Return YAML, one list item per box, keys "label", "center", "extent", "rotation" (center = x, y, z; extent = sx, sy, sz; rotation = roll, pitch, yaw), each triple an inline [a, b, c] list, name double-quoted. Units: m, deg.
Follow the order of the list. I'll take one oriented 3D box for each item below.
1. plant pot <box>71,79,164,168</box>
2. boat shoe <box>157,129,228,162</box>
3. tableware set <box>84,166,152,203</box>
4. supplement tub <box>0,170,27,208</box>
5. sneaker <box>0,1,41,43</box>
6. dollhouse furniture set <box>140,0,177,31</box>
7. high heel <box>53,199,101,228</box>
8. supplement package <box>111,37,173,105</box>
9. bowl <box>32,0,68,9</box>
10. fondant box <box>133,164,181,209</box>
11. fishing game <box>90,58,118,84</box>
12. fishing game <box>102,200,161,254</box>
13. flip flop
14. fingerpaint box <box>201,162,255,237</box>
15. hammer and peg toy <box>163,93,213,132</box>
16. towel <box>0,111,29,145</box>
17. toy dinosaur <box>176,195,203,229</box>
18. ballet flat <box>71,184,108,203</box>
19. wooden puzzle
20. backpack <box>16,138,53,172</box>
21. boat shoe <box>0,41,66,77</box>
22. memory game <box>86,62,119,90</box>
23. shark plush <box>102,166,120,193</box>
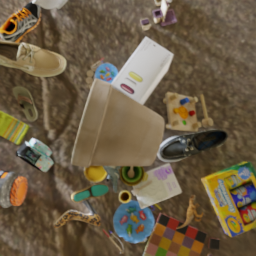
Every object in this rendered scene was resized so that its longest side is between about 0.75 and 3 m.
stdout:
- label: "plant pot"
  center: [-0.243, 0.095, 8.554]
  extent: [2.331, 2.687, 2.687]
  rotation: [15, 81, -6]
- label: "boat shoe"
  center: [2.223, 0.538, 9.711]
  extent: [2.507, 0.710, 0.860]
  rotation: [-17, 81, -3]
- label: "tableware set"
  center: [-0.616, 1.302, 9.503]
  extent: [1.816, 0.414, 2.696]
  rotation: [-36, 71, -4]
- label: "supplement tub"
  center: [-4.455, 1.969, 9.263]
  extent: [1.935, 1.186, 1.186]
  rotation: [8, 81, 1]
- label: "sneaker"
  center: [-3.990, -3.954, 10.392]
  extent: [0.781, 0.771, 1.996]
  rotation: [32, 81, 7]
- label: "dollhouse furniture set"
  center: [0.958, -4.791, 10.264]
  extent: [1.408, 1.262, 1.777]
  rotation: [-17, 82, -3]
- label: "high heel"
  center: [-1.683, 3.206, 9.391]
  extent: [1.442, 0.515, 1.028]
  rotation: [-33, 77, -13]
- label: "supplement package"
  center: [0.458, -1.742, 9.636]
  extent: [1.109, 1.558, 2.000]
  rotation: [34, 82, 5]
- label: "bowl"
  center: [-2.596, -5.000, 10.273]
  extent: [0.826, 1.837, 1.837]
  rotation: [39, 82, -30]
- label: "fondant box"
  center: [0.925, 1.974, 9.545]
  extent: [1.465, 0.427, 1.057]
  rotation: [-21, 70, -4]
- label: "fishing game"
  center: [-0.812, -1.992, 10.305]
  extent: [0.869, 0.189, 1.214]
  rotation: [-37, 81, -7]
- label: "fishing game"
  center: [0.180, 3.152, 9.399]
  extent: [1.975, 0.307, 1.414]
  rotation: [-41, 74, -12]
- label: "flip flop"
  center: [-3.701, -0.875, 10.033]
  extent: [0.561, 0.399, 1.385]
  rotation: [-24, 89, 8]
- label: "fingerpaint box"
  center: [3.685, 2.357, 9.430]
  extent: [1.659, 0.729, 1.988]
  rotation: [-21, 82, -3]
- label: "hammer and peg toy"
  center: [2.071, -0.526, 9.791]
  extent: [1.827, 0.644, 1.343]
  rotation: [5, 72, -33]
- label: "towel"
  center: [-4.549, -0.134, 10.103]
  extent: [1.833, 0.166, 0.789]
  rotation: [27, 81, 4]
- label: "toy dinosaur"
  center: [2.155, 2.969, 9.542]
  extent: [0.688, 0.391, 1.295]
  rotation: [18, 65, 14]
- label: "ballet flat"
  center: [-1.327, 2.191, 9.577]
  extent: [1.324, 0.417, 0.454]
  rotation: [-9, 88, -28]
- label: "wooden puzzle"
  center: [1.568, 4.027, 9.431]
  extent: [2.898, 0.204, 1.719]
  rotation: [24, 82, 3]
- label: "backpack"
  center: [-3.060, 0.940, 9.458]
  extent: [0.873, 1.030, 1.160]
  rotation: [-48, 111, -13]
- label: "boat shoe"
  center: [-3.672, -2.556, 10.095]
  extent: [2.791, 0.907, 1.007]
  rotation: [13, 81, 2]
- label: "memory game"
  center: [-0.933, -1.846, 10.409]
  extent: [1.284, 0.082, 1.284]
  rotation: [0, 81, 0]
- label: "shark plush"
  center: [-0.605, 1.625, 9.562]
  extent: [0.578, 1.273, 0.530]
  rotation: [20, 37, 32]
